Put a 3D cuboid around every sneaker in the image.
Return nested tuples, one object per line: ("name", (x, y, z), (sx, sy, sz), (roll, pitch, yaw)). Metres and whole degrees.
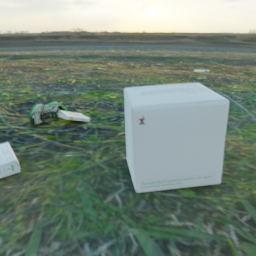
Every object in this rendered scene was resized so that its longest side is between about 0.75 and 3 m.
("sneaker", (-3.394, -0.657, 11.902), (0.869, 0.796, 2.041), (16, 29, 18))

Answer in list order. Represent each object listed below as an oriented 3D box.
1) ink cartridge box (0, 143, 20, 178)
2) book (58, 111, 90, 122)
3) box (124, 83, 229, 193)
("ink cartridge box", (-4.208, 1.089, 7.893), (1.944, 0.487, 1.565), (-19, 25, -25))
("book", (-2.270, -0.457, 11.800), (1.114, 0.268, 0.744), (5, 13, -43))
("box", (1.142, 0.158, 7.577), (2.335, 2.347, 2.010), (-5, 20, -6))
